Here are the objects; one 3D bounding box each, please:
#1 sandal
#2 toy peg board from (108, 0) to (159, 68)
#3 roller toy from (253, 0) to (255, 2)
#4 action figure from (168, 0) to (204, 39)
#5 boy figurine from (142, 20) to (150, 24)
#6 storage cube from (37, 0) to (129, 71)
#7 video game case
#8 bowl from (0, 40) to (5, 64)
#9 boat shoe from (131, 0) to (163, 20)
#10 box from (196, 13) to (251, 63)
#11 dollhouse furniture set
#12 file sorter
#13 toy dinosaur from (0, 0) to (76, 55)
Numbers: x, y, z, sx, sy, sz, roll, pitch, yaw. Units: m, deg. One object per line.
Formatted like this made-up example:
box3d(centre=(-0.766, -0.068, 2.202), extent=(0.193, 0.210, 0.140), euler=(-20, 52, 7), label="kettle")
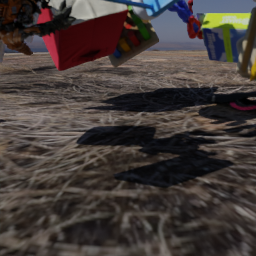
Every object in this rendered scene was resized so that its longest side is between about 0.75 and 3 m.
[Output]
box3d(centre=(3.847, -0.860, 9.294), extent=(1.049, 0.629, 2.792), euler=(-4, 3, -30), label="sandal")
box3d(centre=(-0.199, -3.692, 10.443), extent=(1.976, 1.984, 0.970), euler=(-28, -21, 14), label="toy peg board")
box3d(centre=(2.476, -2.828, 4.375), extent=(1.220, 1.746, 1.593), euler=(29, 36, -40), label="roller toy")
box3d(centre=(1.435, -2.800, 6.891), extent=(0.518, 0.655, 2.003), euler=(-15, -29, 32), label="action figure")
box3d(centre=(0.654, -3.788, 8.085), extent=(0.724, 1.397, 2.247), euler=(7, 12, -10), label="boy figurine")
box3d(centre=(-1.614, -3.609, 8.925), extent=(2.225, 2.603, 2.340), euler=(-24, -10, -19), label="storage cube")
box3d(centre=(-3.199, -3.262, 7.270), extent=(1.768, 1.943, 0.230), euler=(14, 51, -24), label="video game case")
box3d(centre=(-2.675, -1.849, 5.351), extent=(0.515, 1.380, 1.378), euler=(0, 42, -18), label="bowl")
box3d(centre=(0.369, -2.700, 5.278), extent=(0.766, 0.779, 2.161), euler=(-16, 45, 41), label="boat shoe")
box3d(centre=(2.846, -2.221, 7.043), extent=(2.241, 0.534, 1.366), euler=(14, -18, 30), label="box")
box3d(centre=(1.820, -1.263, 2.782), extent=(1.119, 1.708, 0.857), euler=(15, 9, 25), label="dollhouse furniture set")
box3d(centre=(0.421, -2.113, 2.305), extent=(2.006, 1.392, 1.231), euler=(-19, -1, 42), label="file sorter")
box3d(centre=(-1.842, -1.907, 4.681), extent=(1.471, 1.107, 2.168), euler=(-33, 14, -18), label="toy dinosaur")
